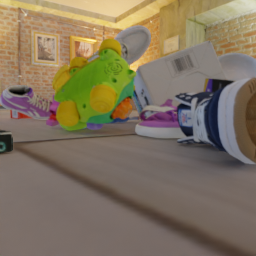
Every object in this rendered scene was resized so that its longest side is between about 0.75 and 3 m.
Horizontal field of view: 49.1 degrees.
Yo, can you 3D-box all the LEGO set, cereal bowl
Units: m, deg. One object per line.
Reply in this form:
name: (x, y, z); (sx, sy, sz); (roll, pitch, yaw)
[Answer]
LEGO set: (-0.936, -0.685, 7.266); (0.890, 0.957, 2.333); (16, 21, 26)
cereal bowl: (4.376, -1.683, 11.786); (2.688, 2.688, 1.120); (1, -9, 15)

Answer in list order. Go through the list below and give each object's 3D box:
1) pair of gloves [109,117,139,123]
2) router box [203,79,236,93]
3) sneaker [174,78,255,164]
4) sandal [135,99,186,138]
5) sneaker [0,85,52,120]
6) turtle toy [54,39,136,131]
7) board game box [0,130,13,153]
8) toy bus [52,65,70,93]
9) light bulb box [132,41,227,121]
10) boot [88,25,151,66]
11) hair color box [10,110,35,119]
pair of gloves: (-0.475, -0.285, 9.512); (1.399, 0.198, 1.740); (-3, 6, -29)
router box: (3.078, -0.534, 5.926); (2.074, 0.689, 2.638); (15, 13, 38)
sneaker: (0.954, -0.092, 3.239); (1.224, 0.791, 2.257); (0, 4, 31)
sandal: (0.697, -0.243, 5.650); (1.108, 0.669, 2.722); (-2, 6, 3)
sneaker: (-3.262, -0.901, 9.811); (2.129, 0.772, 1.214); (11, -26, -33)
turtle toy: (-0.717, -0.629, 5.694); (2.268, 1.653, 1.146); (-20, -41, 33)
board game box: (-2.442, 0.147, 3.403); (1.872, 0.264, 1.266); (4, 5, 42)
toy bus: (-1.491, -1.043, 9.561); (1.891, 1.815, 1.283); (9, -37, -36)
light bulb box: (1.338, -1.277, 8.469); (2.221, 1.398, 2.241); (-21, -1, -10)
boot: (-0.258, -1.686, 6.842); (2.368, 0.871, 1.132); (-39, 24, -5)
hair color box: (-3.804, -0.771, 12.297); (2.287, 0.731, 1.268); (-2, 4, -39)
